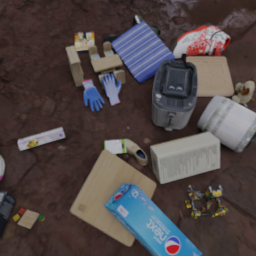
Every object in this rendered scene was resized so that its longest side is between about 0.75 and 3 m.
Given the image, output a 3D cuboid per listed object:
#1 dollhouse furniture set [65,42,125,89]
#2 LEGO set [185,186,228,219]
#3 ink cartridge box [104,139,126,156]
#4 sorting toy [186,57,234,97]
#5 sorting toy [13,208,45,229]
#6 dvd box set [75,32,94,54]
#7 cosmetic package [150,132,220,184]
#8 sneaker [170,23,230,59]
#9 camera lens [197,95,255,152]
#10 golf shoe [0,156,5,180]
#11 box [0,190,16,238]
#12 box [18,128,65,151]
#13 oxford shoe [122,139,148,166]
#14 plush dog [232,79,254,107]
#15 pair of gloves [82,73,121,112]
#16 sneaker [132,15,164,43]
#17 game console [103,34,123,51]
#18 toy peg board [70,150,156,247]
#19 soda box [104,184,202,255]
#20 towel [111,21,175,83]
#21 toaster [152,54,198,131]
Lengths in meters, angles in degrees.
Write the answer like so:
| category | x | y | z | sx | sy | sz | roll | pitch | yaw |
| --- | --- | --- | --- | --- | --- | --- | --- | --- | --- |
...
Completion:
| category | x | y | z | sx | sy | sz | roll | pitch | yaw |
| --- | --- | --- | --- | --- | --- | --- | --- | --- | --- |
| dollhouse furniture set | -1.419 | -2.881 | 12.290 | 2.237 | 1.486 | 1.961 | -17 | 60 | -10 |
| LEGO set | 2.656 | 2.461 | 9.369 | 1.374 | 0.796 | 1.057 | 1 | 58 | 1 |
| ink cartridge box | -0.490 | 0.793 | 10.680 | 0.815 | 0.309 | 0.602 | -5 | 58 | -1 |
| sorting toy | 3.600 | -2.293 | 12.628 | 1.949 | 0.384 | 2.106 | 0 | 63 | 0 |
| sorting toy | -3.260 | 3.008 | 9.168 | 1.083 | 0.183 | 0.522 | 9 | 48 | 24 |
| dvd box set | -2.165 | -4.246 | 13.905 | 0.969 | 0.195 | 1.325 | -5 | 58 | -2 |
| cosmetic package | 2.023 | 1.040 | 9.921 | 2.276 | 1.178 | 0.832 | -13 | 25 | -10 |
| sneaker | 3.468 | -3.841 | 13.179 | 2.968 | 0.991 | 1.591 | -34 | 62 | -22 |
| camera lens | 3.804 | -0.143 | 10.464 | 1.957 | 1.565 | 1.565 | 33 | 64 | 18 |
| golf shoe | -5.308 | 0.759 | 10.181 | 1.038 | 1.262 | 2.757 | -23 | 62 | -15 |
| box | -4.679 | 2.756 | 9.125 | 1.379 | 0.850 | 1.368 | 6 | 57 | 9 |
| box | -3.350 | 0.425 | 10.837 | 1.742 | 0.337 | 0.361 | -17 | 25 | -11 |
| oxford shoe | 0.281 | 0.820 | 10.576 | 0.465 | 0.485 | 1.315 | -39 | 66 | -22 |
| plush dog | 4.959 | -1.522 | 11.746 | 0.912 | 0.976 | 1.137 | 21 | 60 | 13 |
| pair of gloves | -1.070 | -1.499 | 11.725 | 1.727 | 0.197 | 1.388 | -18 | 101 | -10 |
| sneaker | 1.024 | -4.790 | 13.946 | 1.062 | 0.780 | 2.347 | -19 | 64 | -15 |
| game console | -0.683 | -4.259 | 13.974 | 1.046 | 0.609 | 0.920 | -7 | 28 | -5 |
| toy peg board | -0.555 | 2.230 | 8.944 | 2.148 | 1.055 | 2.157 | 36 | 60 | -15 |
| soda box | 0.712 | 2.970 | 8.138 | 2.938 | 0.996 | 0.943 | 48 | 68 | -8 |
| towel | 0.648 | -3.546 | 13.046 | 1.994 | 0.328 | 2.754 | -34 | 66 | 3 |
| toaster | 1.784 | -1.329 | 11.095 | 1.640 | 1.864 | 2.885 | 9 | 59 | 4 |
